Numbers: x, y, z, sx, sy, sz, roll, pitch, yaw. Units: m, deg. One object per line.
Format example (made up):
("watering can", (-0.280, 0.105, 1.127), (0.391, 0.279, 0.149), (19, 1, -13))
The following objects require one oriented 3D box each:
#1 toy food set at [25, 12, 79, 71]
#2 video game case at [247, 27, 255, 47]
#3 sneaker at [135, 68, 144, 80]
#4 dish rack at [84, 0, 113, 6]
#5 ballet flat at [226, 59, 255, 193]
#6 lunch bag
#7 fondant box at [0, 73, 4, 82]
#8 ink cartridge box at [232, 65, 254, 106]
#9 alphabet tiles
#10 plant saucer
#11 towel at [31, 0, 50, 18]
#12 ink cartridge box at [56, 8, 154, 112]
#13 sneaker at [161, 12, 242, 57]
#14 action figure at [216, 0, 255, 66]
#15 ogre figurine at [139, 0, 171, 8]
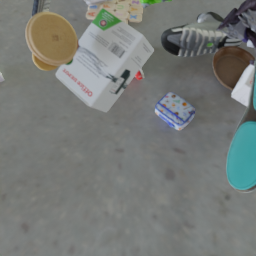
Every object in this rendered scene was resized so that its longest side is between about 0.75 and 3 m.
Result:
("toy food set", (-1.196, -1.401, 4.479), (0.874, 0.215, 0.883), (-30, 104, -34))
("video game case", (3.817, -2.824, 7.159), (1.766, 0.195, 1.608), (-1, 99, -26))
("sneaker", (-0.245, -2.141, 9.682), (0.843, 0.765, 1.986), (-44, 61, -9))
("dish rack", (-1.237, -5.681, 11.760), (1.397, 0.354, 1.628), (-16, 55, -4))
("ballet flat", (2.359, -0.140, 4.663), (0.815, 2.558, 0.862), (4, 11, -42))
("lunch bag", (1.471, -0.511, 8.786), (1.171, 0.442, 0.938), (39, 69, 21))
("fondant box", (-4.882, -1.753, 9.595), (0.983, 0.286, 0.709), (-28, 64, -14))
("ink cartridge box", (4.440, -1.114, 8.733), (1.907, 0.804, 1.393), (33, 65, 4))
("alphabet tiles", (-0.515, -4.936, 11.534), (2.270, 0.169, 2.321), (6, 60, 4))
("plant saucer", (3.631, -1.952, 9.512), (1.783, 0.326, 1.783), (4, 69, -11))
("towel", (-2.342, -3.730, 7.916), (0.400, 2.231, 2.317), (11, 25, -17))
("ink cartridge box", (-0.435, -1.182, 5.054), (1.084, 0.614, 1.478), (42, 99, 23))
("sneaker", (2.502, -3.550, 10.303), (2.977, 1.117, 1.719), (-1, 54, -12))
("action figure", (2.985, -1.726, 5.934), (2.141, 1.393, 0.743), (39, 80, -9))
("ogre figurine", (0.412, -3.323, 6.444), (0.743, 1.240, 0.608), (-39, 31, -3))
